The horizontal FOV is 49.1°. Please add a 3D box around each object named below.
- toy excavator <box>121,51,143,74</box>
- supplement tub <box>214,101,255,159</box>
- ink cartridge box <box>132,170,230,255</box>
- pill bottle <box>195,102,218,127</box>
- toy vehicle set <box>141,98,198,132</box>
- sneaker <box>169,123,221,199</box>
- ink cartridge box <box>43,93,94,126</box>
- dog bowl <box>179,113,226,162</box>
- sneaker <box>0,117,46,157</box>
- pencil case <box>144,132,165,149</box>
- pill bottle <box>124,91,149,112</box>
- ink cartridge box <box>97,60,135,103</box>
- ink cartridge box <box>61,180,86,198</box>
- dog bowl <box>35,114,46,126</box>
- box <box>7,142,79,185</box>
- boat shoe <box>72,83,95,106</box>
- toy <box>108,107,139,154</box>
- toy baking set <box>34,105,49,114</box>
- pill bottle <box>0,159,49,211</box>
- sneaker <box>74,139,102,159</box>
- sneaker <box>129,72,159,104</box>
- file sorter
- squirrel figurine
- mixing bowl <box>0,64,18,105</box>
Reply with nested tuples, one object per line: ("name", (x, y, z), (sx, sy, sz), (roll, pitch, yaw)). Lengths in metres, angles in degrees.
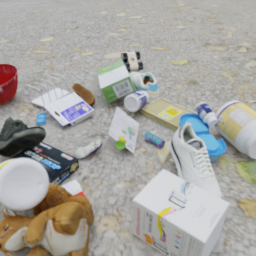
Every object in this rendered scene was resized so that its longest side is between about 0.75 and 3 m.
("toy excavator", (0.012, -4.030, 17.149), (1.065, 2.131, 2.072), (-10, 79, -13))
("supplement tub", (4.501, 0.049, 10.832), (1.525, 1.525, 2.097), (-12, 37, -17))
("ink cartridge box", (1.322, 2.436, 7.463), (2.036, 1.499, 1.473), (24, 41, 31))
("pill bottle", (3.140, -0.528, 11.184), (0.542, 0.542, 0.976), (-13, 52, -18))
("toy vehicle set", (1.937, -0.598, 12.807), (2.394, 0.317, 1.488), (30, 45, 35))
("sneaker", (2.230, 1.177, 9.150), (1.067, 1.124, 2.792), (-9, 56, -27))
("ink cartridge box", (-2.705, -0.801, 12.781), (1.682, 0.365, 1.667), (-30, 54, -29))
("dog bowl", (2.785, 0.376, 10.909), (1.300, 0.578, 2.333), (-6, 45, -20))
("sneaker", (-3.876, 0.109, 10.115), (2.429, 0.929, 1.392), (-21, 58, 35))
("pencil case", (1.035, 0.488, 11.220), (0.885, 0.377, 0.409), (28, 48, 32))
("pill bottle", (0.431, -1.253, 12.917), (0.780, 0.780, 1.348), (17, 25, 23))
("ink cartridge box", (-0.663, -2.451, 14.304), (1.500, 0.857, 2.888), (-24, 30, 4))
("ink cartridge box", (-1.815, 2.109, 9.081), (0.672, 0.236, 0.827), (-22, 36, -28))
("dog bowl", (-3.912, -0.366, 12.595), (0.437, 0.194, 0.784), (-5, 36, -7))
("box", (-3.045, 1.340, 9.913), (2.060, 0.474, 1.637), (21, 40, 27))
("boat shoe", (-2.115, -1.604, 13.945), (0.641, 0.640, 1.821), (-41, 52, -2))
("toy", (-0.241, 0.144, 11.361), (1.245, 0.510, 2.162), (38, 27, -16))
("toy baking set", (-3.736, -1.143, 13.712), (1.419, 0.215, 1.849), (-30, 39, -28))
("pill bottle", (-3.136, 1.525, 7.892), (1.298, 1.298, 2.376), (-23, 5, -29))
("sneaker", (-1.472, 0.850, 10.693), (1.165, 0.579, 0.405), (-28, 75, 4))
("sneaker", (0.833, -2.411, 14.653), (1.113, 1.175, 2.909), (-15, 37, -18))
("file sorter", (-3.902, -1.865, 13.716), (1.134, 1.017, 1.634), (20, 42, 34))
("squirrel figurine", (-2.193, 2.596, 7.508), (2.258, 1.712, 2.419), (-5, 20, 10))
("mixing bowl", (-6.464, -1.997, 13.807), (2.411, 1.306, 2.411), (-3, 43, 3))
